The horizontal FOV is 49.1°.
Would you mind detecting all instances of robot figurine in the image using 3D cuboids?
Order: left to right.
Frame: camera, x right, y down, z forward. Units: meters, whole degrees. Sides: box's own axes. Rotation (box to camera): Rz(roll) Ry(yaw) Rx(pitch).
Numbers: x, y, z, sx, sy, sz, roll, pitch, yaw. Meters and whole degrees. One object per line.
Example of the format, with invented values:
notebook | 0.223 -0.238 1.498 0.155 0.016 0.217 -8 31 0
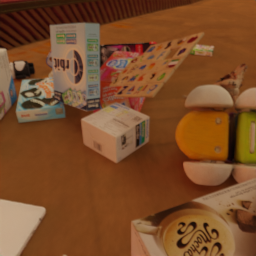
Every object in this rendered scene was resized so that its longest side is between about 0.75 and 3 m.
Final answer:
robot figurine | -4.547 -2.461 11.824 1.127 0.703 0.846 -10 20 -17

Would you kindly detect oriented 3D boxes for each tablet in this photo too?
tablet | -3.086 1.935 5.387 2.532 0.173 1.648 8 33 11

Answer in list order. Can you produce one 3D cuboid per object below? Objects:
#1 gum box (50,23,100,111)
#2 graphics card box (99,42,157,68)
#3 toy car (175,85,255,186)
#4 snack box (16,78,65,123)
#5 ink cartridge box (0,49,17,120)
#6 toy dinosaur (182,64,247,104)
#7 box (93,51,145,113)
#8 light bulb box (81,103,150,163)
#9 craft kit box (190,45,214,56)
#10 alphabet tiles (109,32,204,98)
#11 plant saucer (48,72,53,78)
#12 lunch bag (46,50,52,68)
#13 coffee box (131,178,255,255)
gum box | -1.553 -1.781 8.065 0.505 2.269 1.927 -14 23 -39
graphics card box | -0.002 -2.597 11.063 2.276 1.428 0.579 0 24 7
toy car | 2.397 0.227 6.733 2.547 2.229 1.910 3 -4 6
snack box | -3.024 -1.071 9.846 1.480 0.473 2.548 -8 33 -12
ink cartridge box | -4.544 -1.135 8.604 1.110 1.895 2.623 1 32 1
toy dinosaur | 3.077 -1.221 9.648 2.590 1.111 1.755 -17 23 2
box | -0.147 -1.472 9.545 1.405 1.467 2.942 7 33 11
light bulb box | -0.330 0.074 7.682 1.338 0.843 1.350 26 40 35
craft kit box | 3.944 -4.141 14.925 1.121 0.275 1.135 8 33 16
alphabet tiles | 0.431 -1.354 6.356 1.833 0.083 2.192 -51 28 -17
plant saucer | -2.586 -2.431 12.057 1.685 0.423 1.685 0 33 0
lunch bag | -2.035 -2.432 9.387 1.051 1.311 0.495 35 22 -11
coffee box | 1.563 1.954 4.490 2.689 1.073 1.520 -12 34 -19
